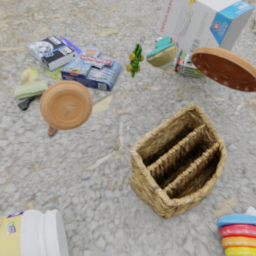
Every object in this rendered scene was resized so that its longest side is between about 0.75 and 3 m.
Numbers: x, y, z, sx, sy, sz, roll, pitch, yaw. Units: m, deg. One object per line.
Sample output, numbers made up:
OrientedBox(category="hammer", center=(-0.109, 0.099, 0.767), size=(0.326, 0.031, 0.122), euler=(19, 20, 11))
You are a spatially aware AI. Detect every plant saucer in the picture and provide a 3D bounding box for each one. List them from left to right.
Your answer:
OrientedBox(category="plant saucer", center=(-1.574, -0.539, 7.263), size=(1.367, 1.367, 0.221), euler=(-16, 31, -13))
OrientedBox(category="plant saucer", center=(2.827, -1.694, 8.052), size=(2.142, 2.142, 0.346), euler=(30, 90, 23))

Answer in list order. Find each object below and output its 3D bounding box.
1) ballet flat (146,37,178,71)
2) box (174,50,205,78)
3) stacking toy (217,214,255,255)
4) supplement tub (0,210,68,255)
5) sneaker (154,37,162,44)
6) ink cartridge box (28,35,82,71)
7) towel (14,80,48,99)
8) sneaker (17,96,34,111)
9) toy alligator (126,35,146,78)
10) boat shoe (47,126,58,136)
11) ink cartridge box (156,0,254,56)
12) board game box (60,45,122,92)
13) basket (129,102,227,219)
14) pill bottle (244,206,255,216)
OrientedBox(category="ballet flat", center=(1.128, -2.165, 8.448), size=(0.891, 0.891, 2.521), euler=(10, 27, 8))
OrientedBox(category="box", center=(3.261, -3.540, 13.631), size=(1.446, 0.456, 2.627), euler=(15, 51, 13))
OrientedBox(category="stacking toy", center=(3.039, 3.480, 7.290), size=(1.265, 1.196, 2.180), euler=(-5, 58, 16))
OrientedBox(category="supplement tub", center=(-2.947, 3.155, 6.877), size=(2.688, 1.954, 1.954), euler=(-12, 50, -10))
OrientedBox(category="sneaker", center=(1.757, -4.223, 14.286), size=(0.463, 0.439, 1.146), euler=(-24, 46, -10))
OrientedBox(category="ink cartridge box", center=(-3.528, -3.877, 13.938), size=(2.113, 0.459, 2.094), euler=(-33, 56, -26))
OrientedBox(category="towel", center=(-4.108, -1.638, 11.944), size=(1.434, 0.262, 1.064), euler=(-14, 33, -10))
OrientedBox(category="sneaker", center=(-4.162, -0.989, 11.606), size=(0.764, 0.286, 0.406), euler=(-35, 69, -25))
OrientedBox(category="toy alligator", center=(0.221, -2.012, 7.842), size=(0.410, 1.236, 0.297), euler=(-2, 31, -36))
OrientedBox(category="boat shoe", center=(-2.856, -0.168, 10.773), size=(0.415, 0.394, 1.096), euler=(6, 50, 5))
OrientedBox(category="ink cartridge box", center=(2.747, -3.987, 10.403), size=(2.603, 1.917, 1.883), euler=(40, 52, 19))
OrientedBox(category="board game box", center=(-1.537, -2.854, 12.874), size=(2.312, 0.713, 2.311), euler=(12, 51, 10))
OrientedBox(category="basket", center=(1.675, 1.079, 8.519), size=(2.948, 2.196, 2.104), euler=(-33, 57, -26))
OrientedBox(category="pill bottle", center=(3.907, 2.735, 8.195), size=(0.937, 0.520, 0.520), euler=(34, 57, 27))
